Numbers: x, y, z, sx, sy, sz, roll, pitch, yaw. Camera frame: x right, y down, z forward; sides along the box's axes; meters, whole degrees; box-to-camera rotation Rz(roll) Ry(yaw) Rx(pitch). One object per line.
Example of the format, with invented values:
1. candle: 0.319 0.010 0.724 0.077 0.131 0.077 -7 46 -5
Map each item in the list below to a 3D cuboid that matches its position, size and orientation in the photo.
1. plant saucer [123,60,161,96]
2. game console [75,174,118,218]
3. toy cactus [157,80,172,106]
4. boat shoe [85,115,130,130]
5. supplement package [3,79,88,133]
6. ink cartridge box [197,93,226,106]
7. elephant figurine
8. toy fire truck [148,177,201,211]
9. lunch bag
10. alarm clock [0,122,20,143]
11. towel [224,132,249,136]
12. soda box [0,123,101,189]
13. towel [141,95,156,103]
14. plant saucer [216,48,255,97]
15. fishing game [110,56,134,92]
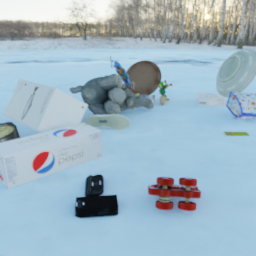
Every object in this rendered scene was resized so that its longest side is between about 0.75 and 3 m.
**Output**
1. plant saucer: 0.726 -2.616 14.812 2.081 2.081 0.381 -5 33 -14
2. game console: -0.715 1.500 6.410 0.911 0.186 1.544 -2 21 -5
3. toy cactus: 1.813 -1.647 14.014 0.733 1.433 1.182 5 60 7
4. boat shoe: -0.770 -0.286 10.699 1.669 0.582 0.594 3 14 -3
5. supplement package: -2.878 -0.614 9.613 2.499 1.461 1.466 17 -8 41
6. ink cartridge box: 4.212 -1.441 14.246 1.339 0.299 1.179 4 24 10
7. elephant figurine: -0.558 -1.307 12.224 2.076 2.276 2.933 -32 -5 22
8. toy fire truck: 1.014 1.404 6.209 1.162 0.651 0.975 2 -4 4
9. lunch bag: 4.981 -0.832 11.710 1.237 0.901 1.455 0 31 -6
10. alarm clock: -4.027 0.282 8.775 1.294 0.639 1.919 -8 30 1
11. towel: 3.920 0.200 10.145 0.811 0.073 0.349 1 21 1
12. soda box: -2.124 0.646 7.714 2.795 0.890 0.952 -15 25 -38
13. towel: 0.560 -1.398 13.633 1.665 0.198 1.223 0 -6 9
14. plant saucer: 4.998 -2.730 13.354 0.637 2.537 2.537 24 11 -23
15. fishing game: -0.311 -2.348 12.318 0.273 1.755 1.256 -35 -13 -12
